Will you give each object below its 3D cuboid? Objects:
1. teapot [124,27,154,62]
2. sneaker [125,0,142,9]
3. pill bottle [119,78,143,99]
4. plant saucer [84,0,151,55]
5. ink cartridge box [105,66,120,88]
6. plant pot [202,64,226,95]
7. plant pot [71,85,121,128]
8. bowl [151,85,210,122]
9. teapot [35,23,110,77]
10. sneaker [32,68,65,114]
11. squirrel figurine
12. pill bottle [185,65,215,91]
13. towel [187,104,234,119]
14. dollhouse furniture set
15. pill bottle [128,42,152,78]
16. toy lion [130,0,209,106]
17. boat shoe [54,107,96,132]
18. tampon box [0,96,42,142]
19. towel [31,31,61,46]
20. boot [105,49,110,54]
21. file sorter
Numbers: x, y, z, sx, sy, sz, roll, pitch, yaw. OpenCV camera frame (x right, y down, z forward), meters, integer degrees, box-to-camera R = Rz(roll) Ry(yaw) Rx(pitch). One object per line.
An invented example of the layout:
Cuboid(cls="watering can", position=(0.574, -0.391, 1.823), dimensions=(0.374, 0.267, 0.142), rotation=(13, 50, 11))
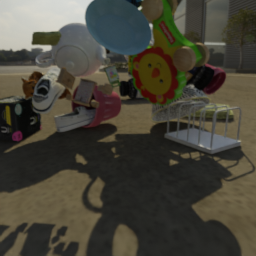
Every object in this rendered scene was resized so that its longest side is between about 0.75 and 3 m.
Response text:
Cuboid(cls="teapot", position=(0.951, -3.434, 11.762), dimensions=(2.270, 2.240, 1.658), rotation=(3, -32, -39))
Cuboid(cls="sneaker", position=(0.096, -3.956, 8.928), dimensions=(1.116, 0.418, 0.484), rotation=(16, 24, 40))
Cuboid(cls="pill bottle", position=(0.737, -2.760, 19.508), dimensions=(2.563, 1.434, 1.434), rotation=(-4, 15, -16))
Cuboid(cls="plant saucer", position=(-0.264, -2.443, 6.912), dimensions=(1.732, 1.732, 0.333), rotation=(-7, -18, -25))
Cuboid(cls="ink cartridge box", position=(-0.569, -1.920, 10.561), dimensions=(0.390, 0.750, 0.223), rotation=(-21, 1, -12))
Cuboid(cls="plant pot", position=(3.338, -2.146, 11.780), dimensions=(1.157, 1.157, 1.036), rotation=(-10, 47, -33))
Cuboid(cls="plant pot", position=(-1.279, -0.991, 12.168), dimensions=(1.650, 1.843, 1.843), rotation=(-7, 15, -43))
Cuboid(cls="bowl", position=(2.052, -1.269, 11.963), dimensions=(2.608, 1.224, 2.608), rotation=(-15, -13, -4))
Cuboid(cls="teapot", position=(-2.292, -3.094, 11.948), dimensions=(2.504, 2.537, 1.853), rotation=(34, 42, -18))
Cuboid(cls="sneaker", position=(-2.035, -1.110, 7.258), dimensions=(0.611, 0.644, 1.599), rotation=(6, 50, 1))
Cuboid(cls="squirrel figurine", position=(-2.954, -1.438, 9.742), dimensions=(1.486, 1.127, 1.592), rotation=(-18, 22, -29))
Cuboid(cls="pill bottle", position=(2.035, -2.302, 10.268), dimensions=(2.137, 1.195, 1.195), rotation=(31, 11, -10))
Cuboid(cls="towel", position=(3.966, -0.874, 14.273), dimensions=(2.583, 0.471, 1.916), rotation=(5, 16, 14))
Cuboid(cls="dollhouse furniture set", position=(-1.124, -0.956, 7.038), dimensions=(1.303, 0.676, 0.577), rotation=(16, -6, 19))
Cuboid(cls="pill bottle", position=(0.447, -2.688, 10.447), dimensions=(0.882, 1.614, 0.882), rotation=(1, 16, 0))
Cuboid(cls="toy lion", position=(0.941, -2.266, 9.014), dimensions=(0.998, 2.907, 2.786), rotation=(-27, -6, -39))
Cuboid(cls="boat shoe", position=(-1.970, -0.514, 11.616), dimensions=(2.230, 0.729, 0.820), rotation=(-25, 24, -33))
Cuboid(cls="tampon box", position=(-4.278, -0.411, 10.636), dimensions=(1.174, 1.394, 1.860), rotation=(2, 15, 9))
Cuboid(cls="towel", position=(-2.642, -2.854, 8.959), dimensions=(0.897, 0.220, 1.208), rotation=(-7, 4, -20))
Cuboid(cls="boot", position=(-0.791, -3.988, 13.277), dimensions=(1.982, 0.788, 2.277), rotation=(-19, -3, -1))
Cuboid(cls="file sorter", position=(2.580, -0.157, 9.788), dimensions=(1.516, 1.360, 2.184), rotation=(-9, 17, -33))
